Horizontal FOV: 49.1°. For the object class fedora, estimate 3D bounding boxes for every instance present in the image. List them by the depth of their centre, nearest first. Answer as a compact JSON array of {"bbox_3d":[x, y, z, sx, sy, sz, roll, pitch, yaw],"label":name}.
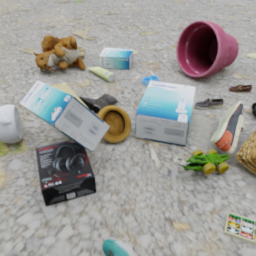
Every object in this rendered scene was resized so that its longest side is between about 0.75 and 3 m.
[{"bbox_3d":[-0.561,-0.103,10.167,1.392,0.568,1.392,4,76,-16],"label":"fedora"}]

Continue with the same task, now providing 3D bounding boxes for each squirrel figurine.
[{"bbox_3d":[-3.752,-3.818,14.576,2.238,1.697,2.398,-25,47,-10],"label":"squirrel figurine"}]

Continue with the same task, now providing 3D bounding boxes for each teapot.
[{"bbox_3d":[-4.351,-0.088,9.712,1.074,1.470,1.451,-9,42,-11],"label":"teapot"}]

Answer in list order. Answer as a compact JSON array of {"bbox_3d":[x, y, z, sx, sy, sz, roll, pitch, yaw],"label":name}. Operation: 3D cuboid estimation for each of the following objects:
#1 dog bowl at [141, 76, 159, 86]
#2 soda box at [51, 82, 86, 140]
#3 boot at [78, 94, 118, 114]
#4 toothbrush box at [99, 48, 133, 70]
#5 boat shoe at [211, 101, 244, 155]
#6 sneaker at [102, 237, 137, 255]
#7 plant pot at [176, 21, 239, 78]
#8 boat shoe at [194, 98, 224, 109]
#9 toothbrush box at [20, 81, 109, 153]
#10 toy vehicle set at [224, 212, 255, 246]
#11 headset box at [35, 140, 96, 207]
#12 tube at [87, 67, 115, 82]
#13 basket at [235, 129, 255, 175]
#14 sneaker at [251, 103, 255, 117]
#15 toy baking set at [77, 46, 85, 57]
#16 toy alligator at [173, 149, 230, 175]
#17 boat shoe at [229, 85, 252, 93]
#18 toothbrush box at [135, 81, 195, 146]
[{"bbox_3d":[1.082,-2.304,13.563,0.916,0.227,0.511,-15,40,-20],"label":"dog bowl"},{"bbox_3d":[-2.306,-0.662,10.831,1.006,0.951,2.970,-20,43,-24],"label":"soda box"},{"bbox_3d":[-1.278,-1.147,11.922,1.378,0.477,1.199,28,44,19],"label":"boot"},{"bbox_3d":[-0.612,-3.727,15.014,1.643,0.701,1.203,6,38,8],"label":"toothbrush box"},{"bbox_3d":[3.623,-0.058,9.734,0.754,0.858,2.410,37,50,5],"label":"boat shoe"},{"bbox_3d":[-0.040,3.218,5.986,0.785,0.701,1.965,-25,45,-35],"label":"sneaker"},{"bbox_3d":[4.104,-3.852,13.927,2.353,2.629,2.629,-10,36,-38],"label":"plant pot"},{"bbox_3d":[3.417,-1.057,11.792,1.232,0.399,0.443,-1,39,-1],"label":"boat shoe"},{"bbox_3d":[-1.905,-0.372,8.299,2.255,1.651,0.962,23,76,45],"label":"toothbrush box"},{"bbox_3d":[3.057,2.626,7.220,1.051,0.139,0.653,14,40,17],"label":"toy vehicle set"},{"bbox_3d":[-1.947,1.201,8.550,1.502,0.780,2.019,-12,41,-15],"label":"headset box"},{"bbox_3d":[-1.312,-2.761,14.048,1.739,0.505,0.452,35,89,40],"label":"tube"},{"bbox_3d":[4.979,0.739,8.758,2.435,1.738,1.814,-43,10,-28],"label":"basket"},{"bbox_3d":[5.672,-0.860,11.371,1.578,0.603,0.904,-22,49,-18],"label":"sneaker"},{"bbox_3d":[-3.651,-4.316,16.176,2.566,0.299,1.970,5,35,7],"label":"toy baking set"},{"bbox_3d":[2.201,1.101,8.573,2.383,0.573,0.790,2,38,-31],"label":"toy alligator"},{"bbox_3d":[5.165,-1.843,12.861,1.025,0.360,0.361,-2,40,0],"label":"boat shoe"},{"bbox_3d":[1.461,-0.654,10.673,1.899,1.107,2.594,9,39,11],"label":"toothbrush box"}]
